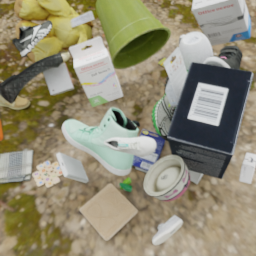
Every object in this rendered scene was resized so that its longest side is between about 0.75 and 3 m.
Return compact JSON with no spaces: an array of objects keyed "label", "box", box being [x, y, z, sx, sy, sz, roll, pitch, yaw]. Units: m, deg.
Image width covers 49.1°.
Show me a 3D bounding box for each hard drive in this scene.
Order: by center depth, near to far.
[{"label":"hard drive","box":[-1.570,1.152,7.966,0.146,1.108,0.731,-33,63,9]}]

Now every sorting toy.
[{"label":"sorting toy","box":[-0.399,2.502,9.123,1.975,0.291,1.460,-38,56,-22]}]

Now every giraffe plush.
[{"label":"giraffe plush","box":[-2.325,-3.697,10.448,2.953,2.548,2.394,1,13,11]}]

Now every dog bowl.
[{"label":"dog bowl","box":[0.963,1.245,6.744,1.185,0.437,1.185,-34,27,21]}]

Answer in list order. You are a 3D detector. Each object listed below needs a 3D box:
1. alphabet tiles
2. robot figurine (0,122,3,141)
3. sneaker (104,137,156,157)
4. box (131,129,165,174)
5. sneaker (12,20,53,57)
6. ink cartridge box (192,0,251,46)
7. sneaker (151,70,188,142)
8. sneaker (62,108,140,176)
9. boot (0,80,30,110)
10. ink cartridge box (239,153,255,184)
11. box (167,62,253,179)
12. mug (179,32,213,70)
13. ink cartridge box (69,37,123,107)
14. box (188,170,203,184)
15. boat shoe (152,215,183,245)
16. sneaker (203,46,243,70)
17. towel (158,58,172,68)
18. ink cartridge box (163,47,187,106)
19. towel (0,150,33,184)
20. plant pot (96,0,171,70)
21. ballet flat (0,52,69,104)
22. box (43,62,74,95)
[{"label":"alphabet tiles","box":[-2.844,1.639,9.944,0.987,0.074,1.009,-28,57,-19]},{"label":"robot figurine","box":[-3.924,0.102,7.160,1.316,1.830,1.067,-3,9,-26]},{"label":"sneaker","box":[0.009,0.345,5.367,1.028,0.455,0.387,-1,83,29]},{"label":"box","box":[0.708,0.864,10.422,1.019,0.273,1.682,19,55,14]},{"label":"sneaker","box":[-3.002,-2.968,8.754,0.517,0.704,1.556,3,53,52]},{"label":"ink cartridge box","box":[3.630,-4.311,10.750,1.629,2.253,0.949,-2,67,34]},{"label":"sneaker","box":[1.585,-0.820,9.064,1.043,1.139,2.673,29,68,-29]},{"label":"sneaker","box":[-0.687,-0.011,7.071,2.398,1.415,0.883,30,26,31]},{"label":"boot","box":[-4.941,-1.376,11.613,1.518,1.180,0.552,10,52,8]},{"label":"ink cartridge box","box":[3.484,1.160,8.107,0.338,0.580,0.797,13,27,28]},{"label":"box","box":[2.059,-0.030,7.237,1.442,2.694,2.000,15,74,18]},{"label":"mug","box":[2.261,-2.657,9.899,1.200,1.425,1.626,-28,47,-2]},{"label":"ink cartridge box","box":[-0.975,-1.684,8.635,1.105,1.886,0.635,-20,39,3]},{"label":"box","box":[2.423,0.629,9.635,1.175,1.797,1.788,30,57,22]},{"label":"boat shoe","box":[1.140,3.106,8.595,1.181,0.425,0.404,-33,46,-21]},{"label":"sneaker","box":[2.941,-2.114,8.705,0.816,2.309,1.145,8,87,35]},{"label":"towel","box":[2.067,-2.951,13.560,0.530,0.111,1.231,-41,63,-21]},{"label":"ink cartridge box","box":[1.253,-1.378,7.573,0.299,1.265,1.012,-2,36,39]},{"label":"towel","box":[-4.064,1.383,10.053,1.226,0.220,1.273,-6,53,-5]},{"label":"plant pot","box":[-0.057,-3.854,10.398,2.474,2.474,2.350,-25,82,-18]},{"label":"ballet flat","box":[-2.821,-1.627,8.641,2.423,0.688,0.805,-36,17,-13]},{"label":"box","box":[-2.494,-1.821,9.951,0.811,1.162,1.526,-19,10,-8]}]
